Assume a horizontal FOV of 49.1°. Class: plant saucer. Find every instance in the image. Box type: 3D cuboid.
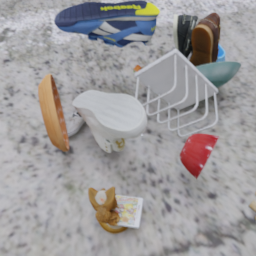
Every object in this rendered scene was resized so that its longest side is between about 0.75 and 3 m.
[{"bbox_3d":[-2.008,-0.370,7.548,0.395,2.112,2.112,-12,54,-8],"label":"plant saucer"},{"bbox_3d":[2.508,-1.541,9.181,2.352,2.352,0.453,-9,84,-7],"label":"plant saucer"}]

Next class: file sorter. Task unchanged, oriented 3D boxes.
[{"bbox_3d":[1.436,-0.846,8.197,1.522,2.193,1.366,-24,49,39],"label":"file sorter"}]

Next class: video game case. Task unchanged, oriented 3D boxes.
[{"bbox_3d":[-0.099,2.026,6.856,0.842,0.096,0.766,5,47,9],"label":"video game case"}]

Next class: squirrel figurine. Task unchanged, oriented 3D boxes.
[{"bbox_3d":[-0.469,1.765,6.252,0.610,0.804,0.862,-11,62,9],"label":"squirrel figurine"}]

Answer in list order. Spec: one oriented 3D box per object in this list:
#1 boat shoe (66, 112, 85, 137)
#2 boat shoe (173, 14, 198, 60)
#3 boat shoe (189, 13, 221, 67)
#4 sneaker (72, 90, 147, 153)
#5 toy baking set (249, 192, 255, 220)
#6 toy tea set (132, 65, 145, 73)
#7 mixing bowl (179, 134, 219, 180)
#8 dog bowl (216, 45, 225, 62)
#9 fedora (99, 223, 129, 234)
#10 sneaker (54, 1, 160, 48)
[{"bbox_3d":[-1.620,-0.298,8.811,0.487,0.433,1.325,26,65,33],"label":"boat shoe"},{"bbox_3d":[1.876,-2.633,8.989,0.774,2.288,0.822,-2,62,12],"label":"boat shoe"},{"bbox_3d":[2.373,-2.304,8.545,0.855,2.430,0.855,29,66,19],"label":"boat shoe"},{"bbox_3d":[-0.256,0.009,7.397,1.064,1.670,2.889,-40,34,-17],"label":"sneaker"},{"bbox_3d":[3.989,2.146,7.441,1.447,0.168,1.111,19,55,14],"label":"toy baking set"},{"bbox_3d":[0.576,-1.654,8.973,1.002,0.371,0.596,32,24,-6],"label":"toy tea set"},{"bbox_3d":[1.686,0.600,6.942,0.648,1.196,1.196,28,58,16],"label":"mixing bowl"},{"bbox_3d":[3.276,-3.130,11.280,0.952,0.423,1.708,-14,54,-10],"label":"dog bowl"},{"bbox_3d":[-0.335,2.176,7.260,1.045,0.426,1.045,0,54,0],"label":"fedora"},{"bbox_3d":[-0.605,-2.897,8.138,2.999,1.234,1.109,-1,49,-3],"label":"sneaker"}]
